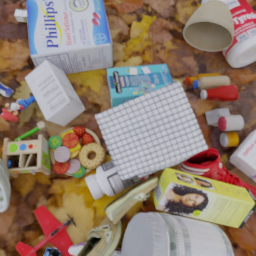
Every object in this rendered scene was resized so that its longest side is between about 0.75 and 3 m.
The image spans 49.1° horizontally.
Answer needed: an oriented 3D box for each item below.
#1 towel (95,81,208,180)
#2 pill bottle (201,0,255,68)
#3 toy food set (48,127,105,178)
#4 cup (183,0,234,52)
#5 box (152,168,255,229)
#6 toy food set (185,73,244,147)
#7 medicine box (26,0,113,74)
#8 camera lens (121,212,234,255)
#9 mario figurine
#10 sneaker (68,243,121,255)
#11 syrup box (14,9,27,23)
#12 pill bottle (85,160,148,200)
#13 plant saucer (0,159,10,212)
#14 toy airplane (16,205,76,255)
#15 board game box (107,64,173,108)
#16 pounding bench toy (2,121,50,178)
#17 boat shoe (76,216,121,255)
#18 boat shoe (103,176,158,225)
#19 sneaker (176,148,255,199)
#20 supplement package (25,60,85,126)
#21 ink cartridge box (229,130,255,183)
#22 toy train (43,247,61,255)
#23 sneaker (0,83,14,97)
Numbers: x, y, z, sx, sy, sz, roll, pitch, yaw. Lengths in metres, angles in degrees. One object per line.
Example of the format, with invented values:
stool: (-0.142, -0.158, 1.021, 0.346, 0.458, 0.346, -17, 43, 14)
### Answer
towel: (0.648, 0.117, 8.140, 2.644, 1.131, 2.189, -23, 96, 6)
pill bottle: (4.092, -4.010, 10.926, 1.682, 1.682, 2.997, -20, 71, -7)
toy food set: (-1.843, 0.817, 9.765, 1.826, 0.449, 1.845, -27, 72, -10)
cup: (2.875, -3.622, 9.666, 1.691, 1.691, 1.209, 17, 76, 6)
box: (2.185, 2.027, 7.962, 2.796, 1.052, 0.701, 15, 25, -13)
toy food set: (2.961, -0.778, 9.796, 1.310, 1.390, 2.912, -4, 71, -6)
medicine box: (-2.228, -3.630, 10.864, 2.894, 1.490, 2.636, -10, 70, -5)
camera lens: (1.339, 3.464, 7.567, 2.565, 2.051, 2.051, 17, 68, -20)
mario figurine: (-3.941, -0.855, 10.004, 0.776, 0.904, 1.465, 37, 61, 16)
sneaker: (-0.922, 4.014, 8.432, 1.879, 0.703, 0.936, 10, 70, 4)
syrup box: (-4.285, -4.742, 11.894, 0.932, 0.367, 0.380, 3, 69, 1)
pill bottle: (-0.388, 1.573, 9.158, 1.895, 1.049, 1.049, -25, 71, -9)
plant saucer: (-4.454, 1.345, 8.682, 2.723, 2.723, 0.683, 36, 42, 13)
toy airplane: (-2.584, 3.510, 8.791, 2.087, 0.384, 2.087, 0, 70, -1)
board game box: (0.452, -1.544, 10.225, 2.301, 0.540, 1.737, -6, 47, -6)
pounding bench toy: (-3.453, 0.674, 9.474, 1.381, 1.100, 1.770, -4, 69, -1)
boat shoe: (-0.983, 3.321, 7.699, 0.798, 0.925, 2.537, 50, 42, -12)
boat shoe: (0.161, 2.026, 7.914, 1.821, 0.664, 0.573, -36, 86, 6)
sneaker: (2.944, 1.636, 8.636, 2.936, 1.696, 1.150, 11, 48, 1)
supplement package: (-2.598, -1.207, 9.974, 1.071, 1.112, 1.955, -36, 68, 11)
ink cartridge box: (4.680, 1.140, 9.439, 1.944, 0.823, 1.405, 40, 75, 15)
toy train: (-2.435, 4.229, 8.266, 0.577, 0.761, 1.331, 26, 59, -18)
sneaker: (-4.852, -1.532, 10.610, 0.901, 0.520, 0.364, 27, 73, 10)
